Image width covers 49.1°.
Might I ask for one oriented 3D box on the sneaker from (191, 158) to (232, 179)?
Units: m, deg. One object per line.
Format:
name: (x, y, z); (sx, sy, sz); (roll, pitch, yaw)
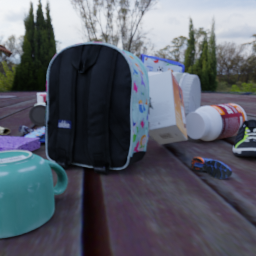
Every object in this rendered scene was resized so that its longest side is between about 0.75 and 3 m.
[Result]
sneaker: (1.802, 0.809, 5.943); (0.383, 0.368, 0.977); (0, 11, -32)

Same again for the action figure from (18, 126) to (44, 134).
action figure: (-3.416, 0.113, 10.048); (0.954, 0.331, 0.621); (6, 4, 15)

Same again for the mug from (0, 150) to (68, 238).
mug: (-1.681, 0.817, 4.119); (1.211, 0.912, 1.474); (-1, 10, 6)

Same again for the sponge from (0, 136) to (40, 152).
sponge: (-3.804, 0.508, 7.635); (2.376, 0.354, 1.325); (1, 9, 6)

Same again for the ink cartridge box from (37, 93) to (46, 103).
ink cartridge box: (-3.459, -1.380, 15.728); (2.912, 1.247, 2.149); (-5, 10, -24)

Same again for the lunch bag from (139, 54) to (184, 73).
lunch bag: (1.309, -2.133, 13.919); (2.301, 2.706, 1.676); (10, 27, -14)

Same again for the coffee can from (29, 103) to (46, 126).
coffee can: (-3.875, -0.634, 12.477); (0.912, 0.912, 1.246); (-2, 10, -13)

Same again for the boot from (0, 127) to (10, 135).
boot: (-4.695, 0.134, 10.012); (0.598, 0.280, 0.769); (7, 9, 34)

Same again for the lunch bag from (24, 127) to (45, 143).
lunch bag: (-2.748, 0.258, 8.782); (1.018, 0.479, 0.767); (-15, 14, -40)

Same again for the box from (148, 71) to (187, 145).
box: (1.046, -0.537, 7.963); (0.881, 1.657, 1.262); (-11, -24, 23)

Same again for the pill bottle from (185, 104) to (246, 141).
pill bottle: (2.874, -0.183, 9.274); (2.026, 1.145, 1.145); (-8, 13, -35)

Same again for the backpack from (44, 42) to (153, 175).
backpack: (-0.662, -0.551, 6.635); (2.453, 2.764, 2.081); (3, 11, 23)

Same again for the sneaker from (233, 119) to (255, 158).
sneaker: (3.277, 0.219, 7.675); (0.774, 0.894, 2.160); (3, 10, 17)

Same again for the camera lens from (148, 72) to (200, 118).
camera lens: (1.263, -1.069, 11.065); (2.782, 2.225, 2.225); (5, 11, 25)
